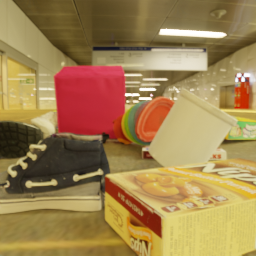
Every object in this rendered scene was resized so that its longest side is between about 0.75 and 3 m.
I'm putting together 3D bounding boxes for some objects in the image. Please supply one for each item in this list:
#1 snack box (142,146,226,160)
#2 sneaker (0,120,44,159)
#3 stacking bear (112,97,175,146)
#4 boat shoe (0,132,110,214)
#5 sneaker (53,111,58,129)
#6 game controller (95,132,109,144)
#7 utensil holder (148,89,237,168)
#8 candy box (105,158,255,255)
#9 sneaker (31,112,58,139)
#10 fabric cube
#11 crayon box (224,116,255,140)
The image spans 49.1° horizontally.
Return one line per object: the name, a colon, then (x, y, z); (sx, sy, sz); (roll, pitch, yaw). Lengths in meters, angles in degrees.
snack box: (1.478, 0.687, 7.676); (2.175, 0.264, 0.782); (0, 6, 4)
sneaker: (-3.803, 0.128, 7.619); (2.864, 1.085, 1.254); (-2, 24, -20)
stacking bear: (0.407, -0.065, 9.346); (1.650, 1.546, 2.718); (22, -15, -26)
boat shoe: (-1.381, 0.601, 4.161); (2.323, 1.077, 0.867); (-1, 11, -4)
sneaker: (-2.858, -0.361, 14.155); (2.782, 1.054, 1.461); (0, 6, -10)
game controller: (-1.674, 0.403, 9.631); (1.107, 0.447, 2.122); (6, 7, 42)
utensil holder: (1.236, 0.130, 5.612); (1.224, 1.440, 1.224); (30, 12, -7)
candy box: (1.051, 0.910, 3.476); (2.383, 0.659, 1.376); (-3, 8, -26)
sneaker: (-3.265, -0.250, 11.512); (1.231, 0.965, 2.477); (-35, 20, -17)
fabric cube: (-1.509, -1.157, 11.879); (2.659, 2.617, 2.667); (-2, 21, -4)
crayon box: (3.777, -0.110, 11.127); (2.665, 0.777, 2.299); (1, 9, -38)
